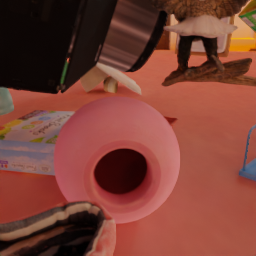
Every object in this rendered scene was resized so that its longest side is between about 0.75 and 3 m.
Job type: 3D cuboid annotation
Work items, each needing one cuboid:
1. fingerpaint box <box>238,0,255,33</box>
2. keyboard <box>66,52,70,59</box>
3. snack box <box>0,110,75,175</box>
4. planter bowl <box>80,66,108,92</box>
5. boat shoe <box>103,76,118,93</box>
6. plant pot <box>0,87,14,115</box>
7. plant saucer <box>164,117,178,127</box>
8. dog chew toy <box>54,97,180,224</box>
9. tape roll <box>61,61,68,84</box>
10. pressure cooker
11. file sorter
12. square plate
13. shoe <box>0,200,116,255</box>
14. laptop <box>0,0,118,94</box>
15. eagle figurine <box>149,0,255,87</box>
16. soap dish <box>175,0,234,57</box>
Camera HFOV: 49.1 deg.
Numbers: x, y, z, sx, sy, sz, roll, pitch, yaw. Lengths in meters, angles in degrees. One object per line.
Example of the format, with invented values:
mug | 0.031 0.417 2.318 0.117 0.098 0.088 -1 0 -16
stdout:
fingerpaint box | 3.123 -2.618 5.217 0.755 1.718 2.060 40 20 -3
keyboard | -1.859 -2.588 9.411 0.853 0.088 0.542 -28 -3 17
snack box | -1.652 0.201 5.756 1.697 0.681 2.012 4 20 14
planter bowl | -1.519 -2.300 11.859 1.378 0.927 1.378 -35 16 11
boat shoe | -0.794 -2.027 12.417 0.624 0.695 1.879 4 18 -5
plant pot | -4.557 -1.091 8.864 1.662 1.113 1.662 2 19 -1
plant saucer | 0.857 -0.141 7.639 0.815 0.150 0.817 9 20 25
dog chew toy | -0.227 0.276 4.346 1.647 1.647 2.645 -2 12 -7
tape roll | -2.231 -1.691 6.544 1.833 0.440 1.833 36 22 -17
pressure cooker | -0.677 -2.620 6.087 2.639 2.357 2.321 16 -26 -19
file sorter | 2.808 0.472 4.644 1.008 0.891 1.453 -17 24 -42
square plate | -0.805 -2.468 12.054 2.671 0.383 2.696 29 8 -24
shoe | -1.037 1.384 1.376 0.955 1.216 2.673 15 24 38
laptop | -1.138 -1.851 3.729 2.765 2.451 1.428 4 36 -30
eagle figurine | 1.211 -2.132 4.845 2.132 2.810 2.120 5 -5 -34
soap dish | 2.245 -3.049 8.029 1.544 1.963 0.797 11 11 26
